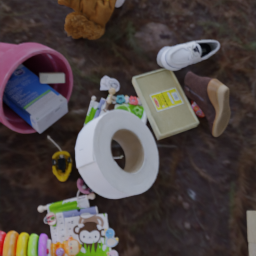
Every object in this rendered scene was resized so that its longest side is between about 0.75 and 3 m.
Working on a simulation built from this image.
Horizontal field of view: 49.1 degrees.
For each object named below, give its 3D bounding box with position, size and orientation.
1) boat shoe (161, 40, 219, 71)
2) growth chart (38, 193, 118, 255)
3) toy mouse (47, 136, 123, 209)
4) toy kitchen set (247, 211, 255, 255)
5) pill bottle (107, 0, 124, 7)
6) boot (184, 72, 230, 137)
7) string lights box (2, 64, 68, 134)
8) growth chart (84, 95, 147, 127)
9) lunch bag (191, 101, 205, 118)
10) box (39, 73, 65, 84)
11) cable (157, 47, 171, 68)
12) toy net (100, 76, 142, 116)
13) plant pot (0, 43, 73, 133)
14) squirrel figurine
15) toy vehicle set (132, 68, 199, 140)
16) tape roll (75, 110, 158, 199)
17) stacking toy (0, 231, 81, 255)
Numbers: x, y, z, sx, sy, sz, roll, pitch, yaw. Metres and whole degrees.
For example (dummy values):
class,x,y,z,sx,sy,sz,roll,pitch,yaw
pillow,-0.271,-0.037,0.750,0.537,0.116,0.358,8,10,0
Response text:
class,x,y,z,sx,sy,sz,roll,pitch,yaw
boat shoe,2.384,-2.874,10.572,2.525,0.825,0.929,-26,95,-27
growth chart,-1.431,3.561,8.772,2.153,0.264,2.976,-18,70,-8
toy mouse,-1.321,1.266,9.470,2.354,0.513,2.649,-13,67,-6
toy kitchen set,5.032,3.538,7.971,1.945,2.385,2.151,23,63,-36
pill bottle,-1.254,-6.150,12.039,2.299,1.256,1.256,23,70,10
boot,2.762,-0.866,10.041,0.760,2.101,1.748,-25,38,-26
string lights box,-3.513,-1.138,9.815,2.586,0.762,1.329,38,60,16
growth chart,-0.397,-0.491,10.391,2.368,0.210,1.713,6,68,2
lunch bag,2.698,-0.865,10.452,0.730,0.339,0.828,35,73,14
box,-2.632,-1.727,9.676,0.829,0.284,0.341,-5,111,-25
cable,1.469,-2.777,10.943,0.281,0.811,0.811,37,86,34
toy net,-0.329,-1.210,10.421,1.097,0.404,2.092,-26,72,-7
plant pot,-3.830,-1.638,9.620,2.604,2.910,2.910,28,70,27
squirrel figurine,-1.812,-4.636,11.109,2.036,1.544,2.182,15,96,-26
toy vehicle set,1.345,-0.974,10.403,1.598,0.341,2.572,-17,69,-13
tape roll,-0.287,0.811,8.681,2.669,0.934,2.669,19,60,-37
stacking toy,-2.787,3.685,8.186,2.796,1.534,1.622,-3,67,-10
